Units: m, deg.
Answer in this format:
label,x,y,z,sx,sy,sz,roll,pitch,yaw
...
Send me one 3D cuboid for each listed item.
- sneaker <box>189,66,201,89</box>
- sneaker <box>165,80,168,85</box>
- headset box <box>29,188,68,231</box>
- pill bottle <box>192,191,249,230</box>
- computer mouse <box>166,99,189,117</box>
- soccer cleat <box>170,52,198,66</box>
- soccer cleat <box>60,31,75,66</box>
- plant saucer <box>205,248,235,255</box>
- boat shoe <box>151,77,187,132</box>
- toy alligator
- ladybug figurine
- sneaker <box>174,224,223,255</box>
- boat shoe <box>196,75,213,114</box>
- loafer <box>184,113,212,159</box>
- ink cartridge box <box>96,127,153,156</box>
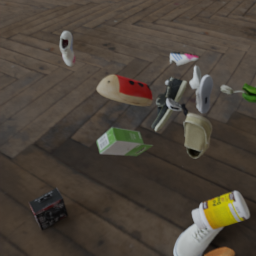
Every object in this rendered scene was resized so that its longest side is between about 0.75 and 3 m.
label,x,y,z,sx,sy,sz,roll,pitch,yaw
sneaker,2.939,-2.208,12.431,0.364,0.987,0.570,-9,-1,-38
sneaker,2.476,-2.278,15.371,1.086,0.407,0.470,25,54,24
headset box,-2.667,2.708,9.419,1.003,1.348,0.521,-27,50,-24
pill bottle,2.590,2.390,7.942,1.441,0.787,0.787,-28,39,22
computer mouse,1.722,-0.758,10.066,1.118,0.245,0.613,17,41,-36
soccer cleat,2.035,-2.487,10.236,1.142,0.493,0.399,21,24,37
soccer cleat,-2.334,-2.880,10.499,0.506,1.447,0.625,12,44,9
plant saucer,2.170,3.201,6.934,0.921,0.921,0.172,-19,74,-19
boat shoe,1.503,-0.961,11.298,0.828,0.880,2.449,26,74,12
toy alligator,4.661,-1.092,9.485,2.938,0.974,0.706,25,88,16
ladybug figurine,-0.019,-1.373,10.220,2.276,0.819,1.545,9,16,-34
sneaker,2.368,3.364,9.095,2.381,0.843,0.870,-34,53,-30
boat shoe,3.139,-1.456,11.911,0.655,1.779,0.581,-17,38,-22
loafer,2.145,0.329,8.722,0.787,2.080,0.710,17,64,31
ink cartridge box,-0.082,0.428,7.879,1.437,0.746,0.426,9,53,-43
